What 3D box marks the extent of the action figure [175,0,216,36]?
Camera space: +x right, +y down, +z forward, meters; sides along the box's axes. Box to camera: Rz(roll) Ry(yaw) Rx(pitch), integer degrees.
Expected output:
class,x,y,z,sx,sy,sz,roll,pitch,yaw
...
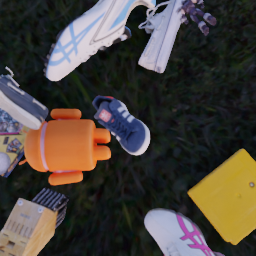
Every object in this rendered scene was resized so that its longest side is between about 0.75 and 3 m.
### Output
class,x,y,z,sx,sy,sz,roll,pitch,yaw
action figure,1.589,-2.713,6.677,0.693,0.370,1.065,-46,68,21

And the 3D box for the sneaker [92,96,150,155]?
class,x,y,z,sx,sy,sz,roll,pitch,yaw
sneaker,-0.224,-0.102,5.299,0.628,0.708,1.675,-56,39,11

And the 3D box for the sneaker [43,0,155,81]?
class,x,y,z,sx,sy,sz,roll,pitch,yaw
sneaker,-0.628,-1.925,5.757,2.827,1.016,1.024,-43,99,10

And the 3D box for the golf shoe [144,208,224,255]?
class,x,y,z,sx,sy,sz,roll,pitch,yaw
golf shoe,1.057,2.220,4.853,2.015,0.928,0.731,39,112,16

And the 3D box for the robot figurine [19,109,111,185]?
class,x,y,z,sx,sy,sz,roll,pitch,yaw
robot figurine,-1.773,0.478,7.930,2.534,1.478,1.823,-2,115,-1

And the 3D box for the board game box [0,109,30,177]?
class,x,y,z,sx,sy,sz,roll,pitch,yaw
board game box,-3.681,0.293,8.535,1.343,0.343,1.983,30,77,8

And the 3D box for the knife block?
class,x,y,z,sx,sy,sz,roll,pitch,yaw
knife block,-1.886,2.098,5.720,0.584,1.603,1.826,16,65,12

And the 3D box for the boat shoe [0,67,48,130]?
class,x,y,z,sx,sy,sz,roll,pitch,yaw
boat shoe,-2.680,-0.800,6.247,2.083,0.780,0.644,40,57,-26

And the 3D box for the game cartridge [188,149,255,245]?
class,x,y,z,sx,sy,sz,roll,pitch,yaw
game cartridge,3.137,1.966,8.113,2.144,0.348,1.890,-36,78,-7

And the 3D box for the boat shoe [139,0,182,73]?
class,x,y,z,sx,sy,sz,roll,pitch,yaw
boat shoe,0.982,-3.333,9.234,1.267,1.098,2.972,17,85,8
